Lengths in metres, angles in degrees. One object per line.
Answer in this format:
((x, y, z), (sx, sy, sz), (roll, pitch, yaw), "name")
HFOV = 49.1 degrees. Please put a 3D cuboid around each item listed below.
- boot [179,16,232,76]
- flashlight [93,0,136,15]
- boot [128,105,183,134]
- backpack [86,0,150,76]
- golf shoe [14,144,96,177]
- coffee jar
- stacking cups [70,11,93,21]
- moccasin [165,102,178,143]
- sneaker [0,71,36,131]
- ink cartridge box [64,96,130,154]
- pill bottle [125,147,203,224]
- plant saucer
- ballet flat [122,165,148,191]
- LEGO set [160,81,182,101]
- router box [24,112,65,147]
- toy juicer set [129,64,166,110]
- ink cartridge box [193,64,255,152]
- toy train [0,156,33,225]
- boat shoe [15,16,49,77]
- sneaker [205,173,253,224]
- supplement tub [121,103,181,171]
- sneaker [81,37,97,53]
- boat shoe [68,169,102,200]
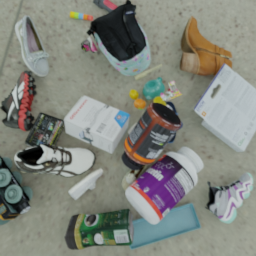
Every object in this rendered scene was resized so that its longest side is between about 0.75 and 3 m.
((3.222, -3.299, 11.390), (2.048, 1.012, 2.638), (8, 65, -1), "boot")
((-0.619, -5.327, 12.287), (2.103, 0.715, 0.712), (42, 73, 14), "flashlight")
((0.925, 0.030, 9.963), (0.909, 2.013, 0.732), (49, 42, -13), "boot")
((-0.124, -3.273, 10.669), (2.103, 1.595, 2.520), (-32, 64, 7), "backpack")
((-2.438, 1.098, 9.499), (2.737, 1.293, 1.064), (-4, 70, -12), "golf shoe")
((-0.893, 3.198, 8.807), (2.082, 1.086, 0.888), (-7, 112, 6), "coffee jar")
((-2.066, -4.900, 12.368), (0.992, 0.300, 0.300), (13, 70, 2), "stacking cups")
((1.612, -0.272, 10.452), (0.661, 0.561, 1.644), (-6, 69, 5), "moccasin")
((-4.173, -1.074, 10.599), (1.218, 0.881, 2.493), (0, 71, -2), "sneaker")
((-1.102, -0.150, 10.087), (1.922, 0.825, 1.407), (23, 53, 12), "ink cartridge box")
((1.243, 1.797, 9.203), (2.557, 1.438, 1.438), (-40, 75, -17), "pill bottle")
((1.131, 3.276, 9.343), (2.448, 0.232, 0.856), (-15, 69, -6), "plant saucer")
((0.216, 1.585, 9.864), (0.457, 0.422, 1.355), (34, 73, 13), "ballet flat")
((1.548, -1.346, 10.288), (0.706, 1.535, 0.571), (-23, 92, 12), "LEGO set")
((-3.048, 0.181, 10.388), (0.994, 0.412, 1.326), (19, 71, 7), "router box")
((0.751, -1.488, 10.998), (1.383, 0.592, 2.175), (-9, 54, 15), "toy juicer set")
((3.797, -0.748, 10.370), (2.429, 0.493, 2.424), (39, 74, -5), "ink cartridge box")
((-4.356, 2.006, 9.424), (1.453, 1.087, 2.550), (-40, 74, -4), "toy train")
((-3.691, -3.155, 10.951), (0.848, 0.738, 2.302), (-21, 94, -42), "boat shoe")
((3.242, 2.061, 9.332), (1.315, 0.731, 1.881), (34, 76, -1), "sneaker")
((0.632, 0.356, 9.021), (1.193, 1.193, 2.230), (42, 119, 14), "supplement tub")
((-1.609, -3.258, 11.285), (0.542, 0.457, 1.239), (-29, 38, 3), "sneaker")
((-1.393, 1.965, 9.725), (1.375, 0.495, 0.471), (-37, 95, -19), "boat shoe")
